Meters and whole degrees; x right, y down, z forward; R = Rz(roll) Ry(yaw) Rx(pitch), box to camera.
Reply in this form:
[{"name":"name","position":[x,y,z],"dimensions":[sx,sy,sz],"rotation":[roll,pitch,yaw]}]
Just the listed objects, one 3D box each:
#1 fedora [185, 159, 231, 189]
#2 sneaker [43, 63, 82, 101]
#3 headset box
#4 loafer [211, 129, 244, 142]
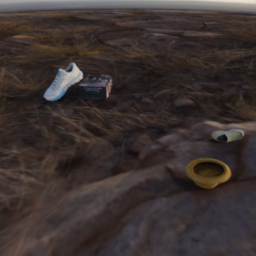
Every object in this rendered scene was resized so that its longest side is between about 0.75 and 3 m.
[{"name":"fedora","position":[2.359,1.418,8.325],"dimensions":[1.294,0.528,1.294],"rotation":[-4,30,2]},{"name":"sneaker","position":[-3.338,-2.308,13.734],"dimensions":[0.875,1.012,2.334],"rotation":[29,68,32]},{"name":"headset box","position":[-1.649,-2.067,14.244],"dimensions":[1.399,0.726,1.880],"rotation":[3,28,5]},{"name":"loafer","position":[3.705,0.333,10.375],"dimensions":[1.151,0.436,0.393],"rotation":[-6,30,9]}]
